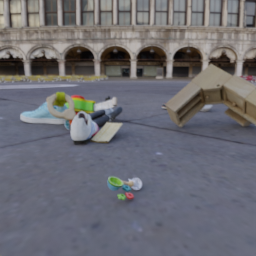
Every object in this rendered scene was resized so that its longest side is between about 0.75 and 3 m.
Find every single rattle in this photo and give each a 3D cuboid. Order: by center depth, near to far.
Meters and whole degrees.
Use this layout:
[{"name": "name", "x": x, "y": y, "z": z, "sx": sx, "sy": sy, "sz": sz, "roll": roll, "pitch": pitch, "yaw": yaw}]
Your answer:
[{"name": "rattle", "x": -2.577, "y": -0.479, "z": 11.079, "sx": 1.080, "sy": 1.659, "sz": 1.185, "roll": -33, "pitch": -4, "yaw": -45}]

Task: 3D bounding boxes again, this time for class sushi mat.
[{"name": "sushi mat", "x": -0.704, "y": 0.143, "z": 9.331, "sx": 0.652, "sy": 0.082, "sz": 1.363, "roll": 3, "pitch": 26, "yaw": 20}]

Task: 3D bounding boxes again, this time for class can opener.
[{"name": "can opener", "x": -0.924, "y": -0.578, "z": 11.672, "sx": 0.778, "sy": 0.621, "sz": 2.327, "roll": -36, "pitch": -2, "yaw": 23}]

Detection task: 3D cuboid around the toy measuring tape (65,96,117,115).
[{"name": "toy measuring tape", "x": -1.841, "y": -0.956, "z": 11.967, "sx": 2.974, "sy": 1.094, "sz": 1.094, "roll": -8, "pitch": 4, "yaw": 39}]

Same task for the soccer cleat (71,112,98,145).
[{"name": "soccer cleat", "x": -1.410, "y": -0.127, "z": 9.357, "sx": 0.760, "sy": 0.939, "sz": 2.174, "roll": 0, "pitch": 12, "yaw": 0}]

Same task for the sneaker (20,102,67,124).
[{"name": "sneaker", "x": -3.562, "y": -0.695, "z": 12.022, "sx": 2.280, "sy": 0.934, "sz": 0.843, "roll": 2, "pitch": 11, "yaw": 11}]

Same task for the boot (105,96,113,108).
[{"name": "boot", "x": -1.180, "y": -1.304, "z": 15.114, "sx": 0.936, "sy": 0.648, "sz": 0.363, "roll": -16, "pitch": 5, "yaw": 42}]

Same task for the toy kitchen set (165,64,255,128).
[{"name": "toy kitchen set", "x": 3.469, "y": -0.351, "z": 10.661, "sx": 2.524, "sy": 2.283, "sz": 2.798, "roll": -41, "pitch": 53, "yaw": -7}]

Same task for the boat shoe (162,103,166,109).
[{"name": "boat shoe", "x": 2.811, "y": -1.419, "z": 16.110, "sx": 1.990, "sy": 0.623, "sz": 0.708, "roll": -6, "pitch": 19, "yaw": -24}]

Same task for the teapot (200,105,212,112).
[{"name": "teapot", "x": 4.037, "y": -1.256, "z": 15.233, "sx": 0.983, "sy": 0.970, "sz": 0.718, "roll": 20, "pitch": -27, "yaw": -8}]

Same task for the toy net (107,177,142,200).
[{"name": "toy net", "x": 0.030, "y": 1.076, "z": 5.210, "sx": 0.496, "sy": 0.183, "sz": 0.945, "roll": 32, "pitch": 19, "yaw": 33}]
